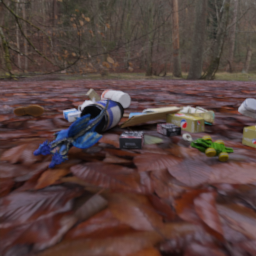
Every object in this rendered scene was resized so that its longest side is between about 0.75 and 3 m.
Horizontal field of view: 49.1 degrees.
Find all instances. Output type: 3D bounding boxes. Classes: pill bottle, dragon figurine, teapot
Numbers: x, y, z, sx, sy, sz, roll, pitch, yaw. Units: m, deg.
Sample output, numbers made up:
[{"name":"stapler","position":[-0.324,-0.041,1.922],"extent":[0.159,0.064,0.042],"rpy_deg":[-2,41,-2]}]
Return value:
[{"name":"pill bottle","position":[-0.921,-0.504,10.932],"extent":[1.140,1.140,2.038],"rpy_deg":[5,14,20]},{"name":"dragon figurine","position":[-1.250,0.126,7.481],"extent":[2.657,0.782,1.321],"rpy_deg":[-34,14,-20]},{"name":"teapot","position":[-2.027,-1.051,14.092],"extent":[0.861,0.629,0.850],"rpy_deg":[-21,-8,-21]},{"name":"pill bottle","position":[-0.736,-1.677,16.625],"extent":[1.003,1.003,1.831],"rpy_deg":[-9,15,-36]}]

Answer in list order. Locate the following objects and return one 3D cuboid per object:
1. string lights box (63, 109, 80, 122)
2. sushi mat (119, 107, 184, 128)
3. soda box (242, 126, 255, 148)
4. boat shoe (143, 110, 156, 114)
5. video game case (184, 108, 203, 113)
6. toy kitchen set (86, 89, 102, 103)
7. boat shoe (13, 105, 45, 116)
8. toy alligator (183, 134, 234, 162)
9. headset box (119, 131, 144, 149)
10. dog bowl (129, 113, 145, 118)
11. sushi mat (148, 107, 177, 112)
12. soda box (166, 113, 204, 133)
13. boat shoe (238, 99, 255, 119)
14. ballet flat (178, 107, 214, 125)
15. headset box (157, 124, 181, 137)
[{"name":"string lights box","position":[-2.594,-0.588,13.056],"extent":[0.602,0.345,1.172],"rpy_deg":[-14,17,-22]},{"name":"sushi mat","position":[1.000,-0.440,11.543],"extent":[2.597,0.157,1.242],"rpy_deg":[-11,-14,-31]},{"name":"soda box","position":[4.501,0.211,9.087],"extent":[1.729,0.554,0.586],"rpy_deg":[-7,15,-32]},{"name":"boat shoe","position":[1.191,-0.642,13.345],"extent":[1.117,0.395,0.355],"rpy_deg":[5,12,19]},{"name":"video game case","position":[2.704,-0.799,14.436],"extent":[2.006,0.230,1.825],"rpy_deg":[-3,13,-16]},{"name":"toy kitchen set","position":[-2.266,-1.516,16.265],"extent":[1.056,1.171,0.955],"rpy_deg":[13,60,48]},{"name":"boat shoe","position":[-4.969,-0.917,14.211],"extent":[1.567,0.552,0.551],"rpy_deg":[1,15,4]},{"name":"toy alligator","position":[2.018,0.505,7.280],"extent":[1.628,0.391,0.540],"rpy_deg":[18,43,-19]},{"name":"headset box","position":[0.124,0.382,8.744],"extent":[0.710,0.368,0.954],"rpy_deg":[1,13,8]},{"name":"dog bowl","position":[0.548,-0.519,12.969],"extent":[1.066,0.264,0.594],"rpy_deg":[-1,10,-21]},{"name":"sushi mat","position":[1.843,-0.937,14.414],"extent":[1.640,0.099,0.785],"rpy_deg":[-6,12,-15]},{"name":"soda box","position":[2.236,-0.221,11.121],"extent":[0.554,0.524,1.636],"rpy_deg":[-9,16,-32]},{"name":"boat shoe","position":[6.006,-0.686,12.479],"extent":[2.260,0.739,0.832],"rpy_deg":[18,54,-10]},{"name":"ballet flat","position":[2.847,-0.591,12.373],"extent":[2.055,0.726,0.726],"rpy_deg":[11,17,41]},{"name":"headset box","position":[1.484,0.060,10.331],"extent":[0.612,0.317,0.822],"rpy_deg":[-5,12,-21]}]
